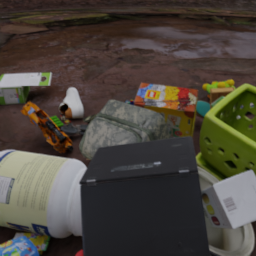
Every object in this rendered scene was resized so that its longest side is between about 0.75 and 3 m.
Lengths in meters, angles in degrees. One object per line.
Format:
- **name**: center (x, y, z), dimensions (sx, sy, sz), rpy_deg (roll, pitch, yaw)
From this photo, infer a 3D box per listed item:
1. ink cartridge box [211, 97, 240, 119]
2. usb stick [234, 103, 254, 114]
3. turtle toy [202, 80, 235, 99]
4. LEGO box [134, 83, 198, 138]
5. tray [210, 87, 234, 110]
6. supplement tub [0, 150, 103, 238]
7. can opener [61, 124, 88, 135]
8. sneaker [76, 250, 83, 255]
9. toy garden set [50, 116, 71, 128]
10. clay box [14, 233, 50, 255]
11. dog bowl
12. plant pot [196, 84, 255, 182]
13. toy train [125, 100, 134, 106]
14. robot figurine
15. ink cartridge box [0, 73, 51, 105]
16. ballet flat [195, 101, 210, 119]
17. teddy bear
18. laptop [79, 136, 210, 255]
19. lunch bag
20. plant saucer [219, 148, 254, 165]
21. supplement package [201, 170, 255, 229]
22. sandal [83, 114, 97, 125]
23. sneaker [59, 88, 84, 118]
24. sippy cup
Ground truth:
- **ink cartridge box**: center (3.950, -0.526, 10.961), dimensions (1.369, 0.577, 1.000), rpy_deg (55, 22, 13)
- **usb stick**: center (5.959, -1.014, 14.070), dimensions (2.741, 0.447, 0.760), rpy_deg (-8, 32, -14)
- **turtle toy**: center (5.093, -2.056, 15.266), dimensions (1.914, 0.967, 1.395), rpy_deg (-16, 11, -29)
- **LEGO box**: center (1.395, -0.185, 10.358), dimensions (2.032, 2.728, 1.053), rpy_deg (10, 52, 14)
- **tray**: center (3.980, -0.795, 11.926), dimensions (0.941, 1.907, 0.353), rpy_deg (-3, 37, 13)
- **supplement tub**: center (-2.320, 1.807, 7.737), dimensions (2.893, 2.097, 2.097), rpy_deg (7, 32, 11)
- **can opener**: center (-1.927, 0.164, 12.018), dimensions (1.836, 0.483, 0.610), rpy_deg (3, 38, -2)
- **sneaker**: center (-0.468, 3.634, 5.636), dimensions (1.058, 1.167, 2.747), rpy_deg (-21, 36, -29)
- **toy garden set**: center (-3.224, -0.279, 13.114), dimensions (0.835, 0.200, 1.002), rpy_deg (-20, 35, -26)
- **clay box**: center (-2.590, 3.093, 7.454), dimensions (0.965, 0.230, 0.555), rpy_deg (2, 29, 2)
- **dog bowl**: center (1.698, 2.227, 7.132), dimensions (2.843, 1.048, 2.843), rpy_deg (25, 30, -16)
- **plant pot**: center (3.872, 0.621, 8.919), dimensions (2.735, 2.481, 2.721), rpy_deg (37, 50, 27)
- **toy train**: center (0.334, -1.372, 14.792), dimensions (0.925, 0.392, 0.535), rpy_deg (-23, 24, -33)
- **robot figurine**: center (-3.119, 0.076, 11.028), dimensions (0.707, 1.762, 2.430), rpy_deg (-43, 66, -12)
- **ink cartridge box**: center (-5.658, -2.215, 15.503), dimensions (2.762, 1.046, 2.041), rpy_deg (-4, 31, -9)
- **ballet flat**: center (3.712, -0.715, 12.870), dimensions (2.299, 0.780, 0.832), rpy_deg (8, -6, -23)
- **teddy bear**: center (-0.209, 1.193, 9.885), dimensions (2.090, 0.962, 2.883), rpy_deg (-17, 36, -23)
- **laptop**: center (0.369, 1.624, 6.668), dimensions (2.654, 1.642, 2.834), rpy_deg (-7, 21, 11)
- **lunch bag**: center (-0.129, 0.471, 8.899), dimensions (2.462, 1.715, 2.065), rpy_deg (21, 63, 34)
- **plant saucer**: center (3.616, 0.885, 8.622), dimensions (2.160, 0.346, 2.160), rpy_deg (24, -3, 1)
- **supplement package**: center (2.267, 1.637, 6.213), dimensions (0.892, 1.628, 0.926), rpy_deg (-20, 71, -4)
- **sandal**: center (-1.621, -0.356, 12.758), dimensions (0.573, 0.412, 1.443), rpy_deg (-19, 2, 9)
- **sneaker**: center (-2.996, -1.302, 14.072), dimensions (1.076, 0.925, 2.541), rpy_deg (-8, 33, -18)
- **sippy cup**: center (-2.763, 3.195, 6.453), dimensions (1.290, 1.642, 1.203), rpy_deg (-29, -3, 38)
